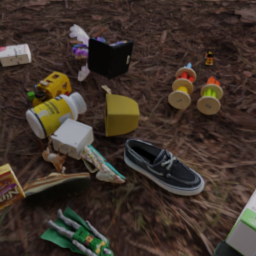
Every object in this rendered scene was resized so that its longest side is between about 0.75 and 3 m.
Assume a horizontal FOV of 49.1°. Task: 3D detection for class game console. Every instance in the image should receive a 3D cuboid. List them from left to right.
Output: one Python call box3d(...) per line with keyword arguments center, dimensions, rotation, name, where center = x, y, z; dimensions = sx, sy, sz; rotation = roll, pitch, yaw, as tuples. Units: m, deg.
box3d(center=(-0.633, -2.495, 9.745), dimensions=(1.309, 1.489, 0.866), rotation=(-27, 66, -24), name="game console")

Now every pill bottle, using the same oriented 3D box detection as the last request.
box3d(center=(-2.478, -0.501, 9.848), dimensions=(1.917, 1.074, 1.074), rotation=(-32, 54, -27), name="pill bottle")

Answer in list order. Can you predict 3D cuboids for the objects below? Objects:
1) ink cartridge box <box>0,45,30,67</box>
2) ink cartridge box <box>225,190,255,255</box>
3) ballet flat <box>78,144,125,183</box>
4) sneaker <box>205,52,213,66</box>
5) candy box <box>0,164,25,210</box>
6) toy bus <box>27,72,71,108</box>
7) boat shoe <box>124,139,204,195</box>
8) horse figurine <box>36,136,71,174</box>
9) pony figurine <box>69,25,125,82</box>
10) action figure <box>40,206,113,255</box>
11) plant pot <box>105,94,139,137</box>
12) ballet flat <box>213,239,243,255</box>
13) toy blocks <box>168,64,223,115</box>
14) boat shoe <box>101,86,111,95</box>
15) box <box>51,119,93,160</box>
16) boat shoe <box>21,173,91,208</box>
box3d(center=(-5.210, -3.363, 12.935), dimensions=(1.234, 0.511, 0.904), rotation=(-11, 48, -10), name="ink cartridge box")
box3d(center=(3.568, 2.382, 6.770), dimensions=(1.561, 0.902, 2.146), rotation=(31, 34, 26), name="ink cartridge box")
box3d(center=(-0.855, 1.230, 8.627), dimensions=(1.881, 0.711, 0.601), rotation=(38, 87, 35), name="ballet flat")
box3d(center=(3.773, -3.328, 12.942), dimensions=(0.354, 0.455, 1.012), rotation=(7, 47, 6), name="sneaker")
box3d(center=(-2.756, 1.331, 6.183), dimensions=(0.646, 1.108, 0.313), rotation=(-25, 56, -20), name="candy box")
box3d(center=(-3.048, -1.375, 10.703), dimensions=(1.719, 0.941, 1.822), rotation=(-14, 46, -9), name="toy bus")
box3d(center=(1.046, 1.092, 8.455), dimensions=(2.643, 0.896, 0.948), rotation=(27, 52, 23), name="boat shoe")
box3d(center=(-2.381, 0.828, 8.892), dimensions=(1.399, 0.927, 0.349), rotation=(26, 14, 24), name="horse figurine")
box3d(center=(-1.354, -3.192, 12.034), dimensions=(2.655, 2.211, 2.563), rotation=(0, 14, 5), name="pony figurine")
box3d(center=(-1.173, 2.791, 7.171), dimensions=(1.840, 0.503, 1.087), rotation=(25, 48, 17), name="action figure")
box3d(center=(-0.213, -0.453, 9.837), dimensions=(1.129, 1.103, 1.096), rotation=(-1, 46, -8), name="plant pot")
box3d(center=(2.861, 3.657, 6.165), dimensions=(0.869, 0.864, 2.541), rotation=(-29, 43, -13), name="ballet flat")
box3d(center=(2.778, -1.691, 11.128), dimensions=(1.943, 0.846, 2.331), rotation=(12, 48, 12), name="toy blocks")
box3d(center=(-0.824, -1.484, 11.319), dimensions=(0.257, 0.284, 0.797), rotation=(-24, 50, -20), name="boat shoe")
box3d(center=(-1.832, 0.361, 9.312), dimensions=(0.996, 0.654, 1.001), rotation=(20, 50, 17), name="box")
box3d(center=(-2.088, 1.614, 8.089), dimensions=(1.988, 0.752, 0.734), rotation=(-13, 40, -13), name="boat shoe")
